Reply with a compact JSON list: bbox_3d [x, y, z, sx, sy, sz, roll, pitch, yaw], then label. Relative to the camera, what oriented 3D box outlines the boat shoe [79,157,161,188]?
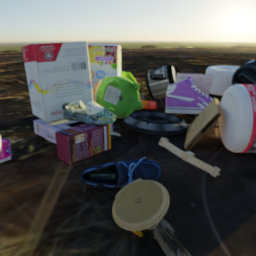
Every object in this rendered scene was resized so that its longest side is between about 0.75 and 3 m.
[{"bbox_3d":[-0.177,1.176,6.580,1.946,0.819,0.668,-11,-5,2],"label":"boat shoe"}]

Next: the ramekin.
[{"bbox_3d":[6.046,-2.913,17.015,2.922,1.425,2.922,0,19,0],"label":"ramekin"}]

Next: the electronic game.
[{"bbox_3d":[1.035,-0.179,10.673,2.443,0.508,2.443,4,16,-1],"label":"electronic game"}]

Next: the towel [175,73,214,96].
[{"bbox_3d":[2.938,-1.687,13.015,1.750,1.832,0.295,-1,39,-8],"label":"towel"}]

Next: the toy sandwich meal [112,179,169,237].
[{"bbox_3d":[0.241,1.542,5.511,1.281,0.439,1.281,-16,35,12],"label":"toy sandwich meal"}]

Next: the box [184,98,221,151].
[{"bbox_3d":[2.497,-0.173,9.419,0.203,1.559,1.907,37,24,0],"label":"box"}]

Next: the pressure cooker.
[{"bbox_3d":[1.929,-2.404,14.464,1.795,1.578,1.603,-12,13,20],"label":"pressure cooker"}]

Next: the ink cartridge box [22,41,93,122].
[{"bbox_3d":[-2.563,-1.729,10.281,1.898,2.612,1.889,-13,17,-31],"label":"ink cartridge box"}]

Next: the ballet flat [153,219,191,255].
[{"bbox_3d":[0.760,2.100,4.665,0.493,0.339,1.465,32,10,-29],"label":"ballet flat"}]

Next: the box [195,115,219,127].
[{"bbox_3d":[3.266,-0.303,11.495,0.919,0.228,0.912,3,19,8],"label":"box"}]

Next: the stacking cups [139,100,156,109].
[{"bbox_3d":[0.462,-1.196,13.493,1.779,0.538,0.538,4,20,14],"label":"stacking cups"}]

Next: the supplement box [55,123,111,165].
[{"bbox_3d":[-1.337,0.395,8.534,0.681,0.877,1.589,16,25,42],"label":"supplement box"}]

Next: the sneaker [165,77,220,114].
[{"bbox_3d":[3.074,-1.386,12.096,2.878,1.641,1.043,2,3,-7],"label":"sneaker"}]

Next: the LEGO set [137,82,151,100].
[{"bbox_3d":[0.721,-1.940,14.778,0.816,1.083,1.409,-15,-1,36],"label":"LEGO set"}]

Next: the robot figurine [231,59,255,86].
[{"bbox_3d":[6.462,-2.537,14.360,2.944,1.837,2.212,-28,10,-41],"label":"robot figurine"}]

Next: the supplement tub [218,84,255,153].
[{"bbox_3d":[4.514,-0.278,8.575,2.989,2.098,2.098,0,20,1],"label":"supplement tub"}]

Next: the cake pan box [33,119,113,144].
[{"bbox_3d":[-1.970,-0.012,10.161,2.066,0.587,2.244,-20,27,-39],"label":"cake pan box"}]

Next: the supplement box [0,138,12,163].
[{"bbox_3d":[-4.013,0.750,7.974,0.600,0.588,1.161,14,24,33],"label":"supplement box"}]

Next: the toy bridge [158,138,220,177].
[{"bbox_3d":[1.584,0.762,7.375,1.789,0.243,0.601,30,7,24],"label":"toy bridge"}]

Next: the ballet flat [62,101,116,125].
[{"bbox_3d":[-1.339,-0.524,8.859,2.051,0.761,0.761,3,18,31],"label":"ballet flat"}]

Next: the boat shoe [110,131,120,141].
[{"bbox_3d":[-0.692,0.282,9.723,0.386,0.322,1.034,19,11,41],"label":"boat shoe"}]

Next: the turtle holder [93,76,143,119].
[{"bbox_3d":[-0.415,-1.405,12.198,2.382,1.810,1.692,-16,21,-29],"label":"turtle holder"}]

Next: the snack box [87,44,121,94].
[{"bbox_3d":[-1.619,-2.487,13.476,2.503,2.968,1.005,4,21,10],"label":"snack box"}]

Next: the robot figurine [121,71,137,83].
[{"bbox_3d":[-0.619,-2.327,15.386,2.125,1.401,2.423,-11,14,28],"label":"robot figurine"}]
